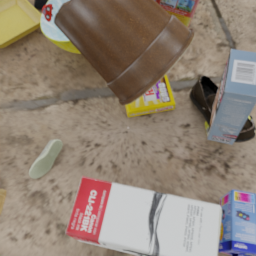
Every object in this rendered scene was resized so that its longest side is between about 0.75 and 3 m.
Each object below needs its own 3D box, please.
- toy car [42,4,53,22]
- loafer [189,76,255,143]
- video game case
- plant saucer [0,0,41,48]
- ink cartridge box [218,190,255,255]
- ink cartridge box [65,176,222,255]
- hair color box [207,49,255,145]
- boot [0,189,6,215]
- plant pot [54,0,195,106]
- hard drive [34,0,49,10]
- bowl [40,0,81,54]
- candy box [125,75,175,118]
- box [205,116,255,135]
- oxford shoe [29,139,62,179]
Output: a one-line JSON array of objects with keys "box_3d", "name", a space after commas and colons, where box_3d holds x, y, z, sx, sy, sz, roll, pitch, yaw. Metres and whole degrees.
[{"box_3d": [-2.203, -3.760, 7.841, 0.266, 1.192, 1.121, 15, 65, -2], "name": "toy car"}, {"box_3d": [2.580, -0.606, 7.945, 0.928, 0.907, 2.542, -22, 49, -15], "name": "loafer"}, {"box_3d": [0.523, -2.912, 6.868, 2.140, 2.993, 0.261, 14, 43, -6], "name": "video game case"}, {"box_3d": [-4.331, -3.825, 10.111, 2.048, 0.496, 2.048, -38, 70, -17], "name": "plant saucer"}, {"box_3d": [2.592, 2.421, 6.683, 0.617, 1.102, 1.615, 7, 64, 4], "name": "ink cartridge box"}, {"box_3d": [0.333, 2.187, 6.243, 2.894, 2.088, 1.212, 10, 64, 5], "name": "ink cartridge box"}, {"box_3d": [2.220, -0.552, 6.009, 0.632, 2.084, 1.032, 12, 65, 13], "name": "hair color box"}, {"box_3d": [-1.829, 0.683, 3.237, 0.798, 0.264, 0.699, 19, 40, -23], "name": "boot"}, {"box_3d": [-0.183, -2.110, 6.154, 2.308, 2.331, 2.331, 42, 67, -15], "name": "plant pot"}, {"box_3d": [-2.477, -5.692, 10.971, 1.869, 0.586, 2.771, 12, 64, 6], "name": "hard drive"}, {"box_3d": [-1.167, -3.437, 9.147, 2.943, 1.584, 2.943, -9, 62, 18], "name": "bowl"}, {"box_3d": [0.437, -1.791, 9.165, 1.511, 0.390, 2.956, -12, 64, -2], "name": "candy box"}, {"box_3d": [3.023, -0.041, 8.326, 1.361, 0.341, 0.512, -5, 62, -3], "name": "box"}, {"box_3d": [-2.323, 0.862, 7.893, 0.368, 0.480, 1.276, 13, 65, 53], "name": "oxford shoe"}]
